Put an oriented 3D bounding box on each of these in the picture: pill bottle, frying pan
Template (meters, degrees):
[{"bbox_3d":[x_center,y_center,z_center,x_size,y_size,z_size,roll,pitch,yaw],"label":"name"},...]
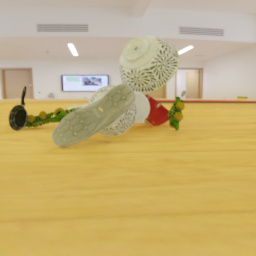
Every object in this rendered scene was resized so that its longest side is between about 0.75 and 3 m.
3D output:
[{"bbox_3d":[-0.057,-0.680,11.041,1.192,1.192,2.182,-2,-3,-17],"label":"pill bottle"},{"bbox_3d":[-4.100,-0.688,10.504,0.977,1.615,0.263,-5,-7,27],"label":"frying pan"}]

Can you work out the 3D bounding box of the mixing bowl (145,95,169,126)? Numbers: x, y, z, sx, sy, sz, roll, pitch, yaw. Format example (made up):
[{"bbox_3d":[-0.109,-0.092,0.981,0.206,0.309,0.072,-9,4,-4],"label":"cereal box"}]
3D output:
[{"bbox_3d":[1.070,-0.621,11.754,1.513,0.820,1.513,39,2,-1],"label":"mixing bowl"}]

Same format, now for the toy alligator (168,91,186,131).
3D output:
[{"bbox_3d":[1.733,-0.701,10.142,0.457,1.901,0.630,20,-37,-6],"label":"toy alligator"}]

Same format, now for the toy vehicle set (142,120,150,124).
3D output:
[{"bbox_3d":[1.118,-0.344,13.085,0.842,0.180,1.356,0,8,-1],"label":"toy vehicle set"}]

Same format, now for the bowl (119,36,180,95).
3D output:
[{"bbox_3d":[0.604,-2.948,11.915,2.865,2.865,1.345,6,-25,37],"label":"bowl"}]

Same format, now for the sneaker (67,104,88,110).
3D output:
[{"bbox_3d":[-1.843,-0.761,14.050,2.588,0.945,0.916,-10,18,-6],"label":"sneaker"}]

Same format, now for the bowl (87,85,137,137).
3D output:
[{"bbox_3d":[-0.630,-0.558,8.767,1.684,1.684,0.790,2,0,12],"label":"bowl"}]

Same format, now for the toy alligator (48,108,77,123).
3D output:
[{"bbox_3d":[-1.984,-0.467,11.208,2.473,0.594,0.820,-4,47,-47],"label":"toy alligator"}]

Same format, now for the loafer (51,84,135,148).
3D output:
[{"bbox_3d":[-0.876,-0.254,7.587,2.506,0.876,0.875,-31,-14,-4],"label":"loafer"}]

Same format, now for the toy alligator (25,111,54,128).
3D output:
[{"bbox_3d":[-3.775,-0.198,11.039,1.845,0.443,0.611,-17,-26,0],"label":"toy alligator"}]
